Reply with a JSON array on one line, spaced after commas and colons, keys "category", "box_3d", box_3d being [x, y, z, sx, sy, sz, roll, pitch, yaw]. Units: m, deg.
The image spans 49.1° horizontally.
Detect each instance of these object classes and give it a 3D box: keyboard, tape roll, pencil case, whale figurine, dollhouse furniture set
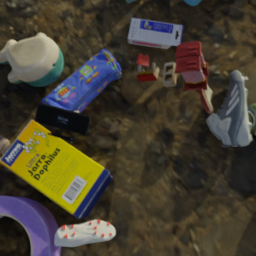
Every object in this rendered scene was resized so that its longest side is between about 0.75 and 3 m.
[{"category": "keyboard", "box_3d": [-1.611, -0.078, 6.778, 1.297, 0.134, 0.824, 16, 107, -8]}, {"category": "tape roll", "box_3d": [-3.484, 3.434, 7.872, 2.941, 1.249, 2.941, 0, 75, 0]}, {"category": "pencil case", "box_3d": [-1.452, -1.317, 9.224, 2.849, 1.112, 1.238, -44, 49, -11]}, {"category": "whale figurine", "box_3d": [-3.317, -2.272, 9.615, 2.558, 1.327, 2.035, 18, 73, 30]}, {"category": "dollhouse furniture set", "box_3d": [1.196, -1.748, 8.583, 2.334, 1.256, 0.949, -1, 71, 27]}]

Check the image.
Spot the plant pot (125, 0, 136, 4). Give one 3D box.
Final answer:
[{"category": "plant pot", "box_3d": [0.149, -5.350, 10.551, 0.751, 0.767, 0.753, -24, 76, -6]}]

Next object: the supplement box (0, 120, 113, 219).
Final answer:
[{"category": "supplement box", "box_3d": [-2.020, 1.258, 8.332, 2.762, 1.503, 1.513, 32, 77, 8]}]

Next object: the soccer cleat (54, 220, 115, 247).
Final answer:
[{"category": "soccer cleat", "box_3d": [-1.172, 2.901, 7.630, 1.692, 0.656, 0.586, 8, 41, -30]}]

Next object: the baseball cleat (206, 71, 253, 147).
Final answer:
[{"category": "baseball cleat", "box_3d": [3.261, -0.683, 9.187, 1.418, 0.929, 2.665, -5, 65, 14]}]

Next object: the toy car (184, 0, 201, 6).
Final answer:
[{"category": "toy car", "box_3d": [3.525, -6.042, 10.277, 2.754, 2.539, 2.436, -7, 72, -32]}]

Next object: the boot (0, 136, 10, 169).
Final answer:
[{"category": "boot", "box_3d": [-4.320, 0.866, 9.052, 1.217, 0.428, 0.890, -41, 72, -11]}]

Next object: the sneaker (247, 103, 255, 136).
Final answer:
[{"category": "sneaker", "box_3d": [4.352, 0.084, 9.175, 0.836, 0.624, 1.862, -17, 76, 6]}]

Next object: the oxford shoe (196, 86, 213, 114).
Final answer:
[{"category": "oxford shoe", "box_3d": [2.566, -1.023, 9.068, 0.433, 0.416, 1.174, -13, 73, -6]}]

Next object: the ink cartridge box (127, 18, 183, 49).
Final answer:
[{"category": "ink cartridge box", "box_3d": [0.987, -3.422, 10.238, 1.922, 0.356, 0.910, 9, 74, 5]}]
